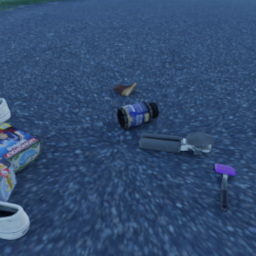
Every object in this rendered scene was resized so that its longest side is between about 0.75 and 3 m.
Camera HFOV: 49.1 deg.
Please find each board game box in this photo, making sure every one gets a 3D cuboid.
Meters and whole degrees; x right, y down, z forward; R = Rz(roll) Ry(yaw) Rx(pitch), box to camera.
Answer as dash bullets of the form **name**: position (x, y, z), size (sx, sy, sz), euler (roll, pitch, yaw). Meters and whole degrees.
- **board game box**: position (-3.846, 1.035, 8.127), size (2.513, 0.776, 2.515), euler (22, 38, 28)

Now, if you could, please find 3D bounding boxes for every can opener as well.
- **can opener**: position (1.550, 0.371, 9.166), size (2.347, 0.785, 0.626), euler (6, 33, 10)

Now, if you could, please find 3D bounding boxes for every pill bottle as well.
- **pill bottle**: position (0.380, -0.515, 10.540), size (1.458, 0.815, 0.815), euler (-15, 35, -22)

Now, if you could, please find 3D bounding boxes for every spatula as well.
- **spatula**: position (2.682, 1.595, 7.774), size (0.573, 0.208, 2.027), euler (9, 33, 14)

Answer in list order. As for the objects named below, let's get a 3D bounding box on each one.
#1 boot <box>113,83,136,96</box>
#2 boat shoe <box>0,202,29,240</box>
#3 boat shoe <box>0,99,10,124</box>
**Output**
- **boot**: position (-0.156, -1.908, 13.027), size (0.822, 0.357, 0.988), euler (26, 51, 15)
- **boat shoe**: position (-3.519, 1.993, 6.603), size (2.382, 0.779, 0.876), euler (2, 32, 3)
- **boat shoe**: position (-5.409, -0.289, 10.158), size (0.943, 0.837, 2.562), euler (10, 34, 15)
